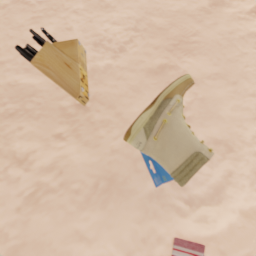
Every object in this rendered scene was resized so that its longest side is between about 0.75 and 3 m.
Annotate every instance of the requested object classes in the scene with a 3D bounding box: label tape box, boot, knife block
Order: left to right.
[{"bbox_3d":[-2.724,-2.085,9.754,2.512,0.916,2.862,-8,78,10],"label":"knife block"},{"bbox_3d":[1.332,0.951,8.758,1.737,0.550,1.252,-20,84,-44],"label":"label tape box"},{"bbox_3d":[1.470,-0.017,7.518,2.115,0.986,2.735,40,67,8],"label":"boot"}]

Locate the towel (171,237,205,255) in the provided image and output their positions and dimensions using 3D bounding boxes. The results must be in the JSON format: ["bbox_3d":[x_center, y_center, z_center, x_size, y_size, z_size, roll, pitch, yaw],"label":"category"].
[{"bbox_3d":[1.828,4.231,8.719,1.006,0.159,1.397,11,55,9],"label":"towel"}]
